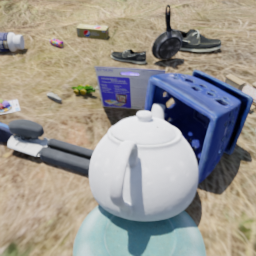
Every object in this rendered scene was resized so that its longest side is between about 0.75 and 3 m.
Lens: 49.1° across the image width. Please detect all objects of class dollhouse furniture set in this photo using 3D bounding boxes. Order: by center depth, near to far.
[{"bbox_3d":[4.820,-1.555,10.505,2.363,1.046,1.225,-23,46,-24],"label":"dollhouse furniture set"}]

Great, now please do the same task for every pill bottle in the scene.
[{"bbox_3d":[-5.944,-4.162,13.606,1.602,0.890,0.890,0,41,0],"label":"pill bottle"}]

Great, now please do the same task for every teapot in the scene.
[{"bbox_3d":[0.348,0.653,6.637,2.836,2.098,2.873,-10,24,-25],"label":"teapot"}]

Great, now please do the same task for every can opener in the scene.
[{"bbox_3d":[-2.253,0.503,8.180,2.955,0.988,0.788,14,43,16],"label":"can opener"}]

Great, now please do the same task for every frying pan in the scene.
[{"bbox_3d":[1.929,-3.997,12.230,1.542,2.550,0.415,-6,51,-27],"label":"frying pan"}]

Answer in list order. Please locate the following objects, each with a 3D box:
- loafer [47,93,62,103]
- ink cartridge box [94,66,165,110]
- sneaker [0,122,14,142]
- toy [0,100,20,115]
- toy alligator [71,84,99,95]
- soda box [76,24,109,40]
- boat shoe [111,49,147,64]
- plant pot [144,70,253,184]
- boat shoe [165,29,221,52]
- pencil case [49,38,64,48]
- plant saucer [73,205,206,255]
[{"bbox_3d":[-2.782,-1.179,10.669,0.755,0.264,0.263,26,54,27],"label":"loafer"},{"bbox_3d":[0.112,-1.415,9.449,2.226,2.247,0.488,5,62,5],"label":"ink cartridge box"},{"bbox_3d":[-4.530,-0.118,9.103,2.025,0.749,0.833,14,41,14],"label":"sneaker"},{"bbox_3d":[-4.718,-0.791,10.180,1.365,0.322,0.786,-17,44,-18],"label":"toy"},{"bbox_3d":[-1.601,-1.438,10.811,1.356,0.326,0.450,6,44,28],"label":"toy alligator"},{"bbox_3d":[-1.901,-5.172,15.042,1.662,0.532,0.563,9,42,10],"label":"soda box"},{"bbox_3d":[0.020,-3.395,12.973,1.734,0.586,0.623,12,39,18],"label":"boat shoe"},{"bbox_3d":[1.996,-0.251,8.093,2.134,2.374,2.373,-23,45,-32],"label":"plant pot"},{"bbox_3d":[3.176,-4.330,13.754,2.856,0.966,1.026,8,37,7],"label":"boat shoe"},{"bbox_3d":[-3.633,-4.328,14.227,0.807,0.356,0.356,27,48,25],"label":"pencil case"},{"bbox_3d":[0.252,2.517,6.210,3.005,0.578,3.005,0,42,0],"label":"plant saucer"}]
